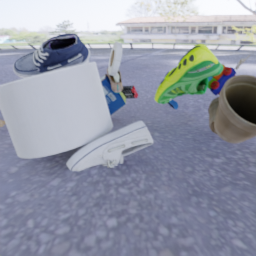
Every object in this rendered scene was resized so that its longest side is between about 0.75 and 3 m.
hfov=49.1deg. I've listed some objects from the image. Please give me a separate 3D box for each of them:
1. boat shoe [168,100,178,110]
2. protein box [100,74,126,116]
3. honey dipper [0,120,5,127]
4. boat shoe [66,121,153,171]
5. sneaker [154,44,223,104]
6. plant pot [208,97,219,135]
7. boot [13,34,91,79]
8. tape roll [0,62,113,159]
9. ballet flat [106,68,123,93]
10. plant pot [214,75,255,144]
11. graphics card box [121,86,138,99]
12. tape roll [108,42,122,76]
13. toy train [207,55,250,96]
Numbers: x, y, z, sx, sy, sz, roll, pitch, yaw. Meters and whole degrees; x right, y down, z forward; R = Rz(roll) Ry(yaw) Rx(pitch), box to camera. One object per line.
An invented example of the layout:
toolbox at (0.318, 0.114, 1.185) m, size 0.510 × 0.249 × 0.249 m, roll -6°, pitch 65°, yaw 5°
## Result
boat shoe at (1.827, -1.033, 11.631) m, size 0.274 × 0.336 × 0.799 m, roll 19°, pitch -16°, yaw 42°
protein box at (-0.925, -1.089, 10.419) m, size 1.226 × 1.217 × 0.827 m, roll -36°, pitch 20°, yaw 14°
honey dipper at (-3.434, -0.352, 9.615) m, size 2.296 × 0.436 × 0.436 m, roll -14°, pitch 21°, yaw 5°
boat shoe at (-0.407, 0.638, 7.295) m, size 2.348 × 0.845 × 0.772 m, roll -25°, pitch 72°, yaw -24°
sneaker at (1.773, -1.344, 8.780) m, size 1.253 × 2.999 × 1.111 m, roll 35°, pitch 66°, yaw -7°
plant pot at (3.018, -0.302, 8.956) m, size 1.089 × 1.089 × 0.945 m, roll 11°, pitch 48°, yaw 26°
boot at (-2.519, -2.248, 8.553) m, size 2.574 × 0.936 × 1.163 m, roll -13°, pitch -13°, yaw 7°
tape roll at (-2.010, -0.575, 7.858) m, size 2.821 × 1.937 × 2.821 m, roll -14°, pitch 14°, yaw 3°
ballet flat at (-0.457, -1.876, 9.919) m, size 0.514 × 0.508 × 1.510 m, roll -11°, pitch 49°, yaw -10°
plant pot at (2.851, -0.307, 6.991) m, size 1.550 × 1.345 × 1.550 m, roll 4°, pitch 58°, yaw -6°
graphics card box at (-0.100, -1.482, 11.715) m, size 0.918 × 0.576 × 0.234 m, roll 0°, pitch 55°, yaw 26°
tape roll at (-0.411, -2.154, 8.767) m, size 0.193 × 1.057 × 1.057 m, roll 9°, pitch 19°, yaw -15°
toy train at (3.033, -1.904, 9.021) m, size 0.909 × 1.570 × 0.665 m, roll 48°, pitch 15°, yaw 34°
